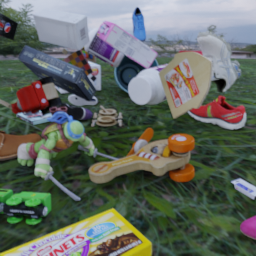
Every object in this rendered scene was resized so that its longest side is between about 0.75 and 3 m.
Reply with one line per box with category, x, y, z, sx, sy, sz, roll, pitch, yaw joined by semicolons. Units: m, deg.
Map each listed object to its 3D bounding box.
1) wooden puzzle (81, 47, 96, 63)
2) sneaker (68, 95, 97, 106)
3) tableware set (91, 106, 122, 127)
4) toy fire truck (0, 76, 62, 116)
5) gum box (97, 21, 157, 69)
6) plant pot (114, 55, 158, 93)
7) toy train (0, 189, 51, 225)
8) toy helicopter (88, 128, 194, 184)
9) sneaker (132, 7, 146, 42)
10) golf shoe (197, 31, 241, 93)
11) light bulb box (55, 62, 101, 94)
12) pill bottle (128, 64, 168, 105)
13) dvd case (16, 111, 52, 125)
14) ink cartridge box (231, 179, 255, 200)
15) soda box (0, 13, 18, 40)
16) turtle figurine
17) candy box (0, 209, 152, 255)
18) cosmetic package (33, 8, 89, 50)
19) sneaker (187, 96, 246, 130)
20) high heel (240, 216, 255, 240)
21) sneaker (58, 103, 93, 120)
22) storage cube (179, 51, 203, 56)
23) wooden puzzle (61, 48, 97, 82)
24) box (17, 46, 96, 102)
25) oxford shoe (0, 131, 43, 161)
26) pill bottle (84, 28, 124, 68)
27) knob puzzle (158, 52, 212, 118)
wooden puzzle;-1.981;-3.686;13.540;1.083;1.003;0.251;4;-23;-46
sneaker;-2.510;-1.569;15.632;1.575;0.576;0.881;6;15;-7
tableware set;-0.952;-0.564;12.831;1.366;0.414;2.066;-1;19;-2
toy fire truck;-3.099;-0.844;8.144;1.843;1.186;1.623;-22;3;-28
gum box;-0.095;-3.068;10.254;2.096;0.693;1.190;26;13;-30
plant pot;0.305;-3.438;18.097;2.759;2.759;2.592;-4;4;-11
toy train;-3.082;1.672;6.254;2.815;0.587;0.794;3;9;7
toy helicopter;0.301;0.836;7.862;2.960;1.167;1.957;-14;25;-18
sneaker;0.405;-3.969;10.701;0.470;1.425;0.559;-6;-23;-6
golf shoe;3.278;-2.388;10.446;1.263;2.597;1.017;-56;31;-12
light bulb box;-3.635;-3.589;19.440;2.803;1.765;2.828;-8;21;-23
pill bottle;1.041;-1.578;10.283;1.306;1.306;2.326;13;24;32
dvd case;-4.252;-0.534;13.101;1.265;0.191;1.734;-17;26;-40
ink cartridge box;3.036;1.558;7.170;0.363;0.142;0.766;-10;24;-26
soda box;-4.404;-3.459;9.165;0.614;0.686;1.938;19;6;3
turtle figurine;-1.857;0.885;7.849;2.552;2.632;1.894;-13;35;47
candy box;-1.020;2.260;4.834;2.628;0.347;1.343;-13;21;-33
cosmetic package;-2.175;-3.241;9.161;1.682;0.949;0.683;20;48;19
sneaker;3.887;-0.837;12.386;1.103;1.216;2.865;-16;25;-38
high heel;3.343;1.630;5.506;2.261;1.085;0.761;-1;19;-2
sneaker;-2.471;-0.677;13.082;1.917;0.726;0.839;15;5;36
storage cube;3.006;-2.679;13.051;1.390;1.546;1.322;16;-10;44
wooden puzzle;-2.029;-2.432;11.170;1.029;1.735;0.122;-22;17;26
box;-2.339;-1.793;9.536;2.239;0.571;1.765;24;-10;12
oxford shoe;-4.254;0.445;9.031;2.970;1.058;1.059;-8;19;-26
pill bottle;-1.185;-3.814;13.099;2.125;1.195;1.195;29;18;-7
knob puzzle;1.693;-1.319;7.793;0.266;1.915;1.915;-2;17;-38
